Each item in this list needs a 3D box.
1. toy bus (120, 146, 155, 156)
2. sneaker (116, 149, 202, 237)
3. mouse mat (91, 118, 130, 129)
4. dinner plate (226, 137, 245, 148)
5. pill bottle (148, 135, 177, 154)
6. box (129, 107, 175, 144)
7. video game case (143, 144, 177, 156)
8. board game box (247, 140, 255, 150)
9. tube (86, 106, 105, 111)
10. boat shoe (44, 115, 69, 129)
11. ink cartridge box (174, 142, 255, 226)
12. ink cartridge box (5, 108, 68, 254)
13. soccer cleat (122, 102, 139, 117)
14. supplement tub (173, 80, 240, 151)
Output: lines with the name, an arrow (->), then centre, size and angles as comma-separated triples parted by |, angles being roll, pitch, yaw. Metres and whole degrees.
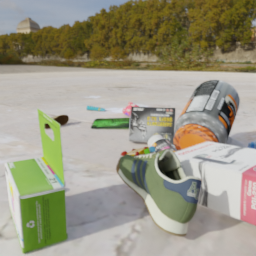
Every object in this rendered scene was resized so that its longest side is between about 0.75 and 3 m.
toy bus -> 0.276, 0.965, 8.663 | 1.110, 0.574, 1.047 | -17, 5, -10
sneaker -> 0.703, 1.049, 6.572 | 0.992, 1.329, 2.960 | 15, 14, -28
mouse mat -> -0.825, -0.249, 14.040 | 1.944, 0.073, 1.564 | -3, 19, 3
dinner plate -> 3.243, 0.554, 11.167 | 2.675, 0.324, 2.675 | 0, 14, 0
pill bottle -> 1.113, 0.769, 8.909 | 0.705, 0.705, 1.212 | -6, 32, -20
box -> 0.966, -0.111, 11.264 | 1.798, 1.424, 0.435 | 3, -7, 10
video game case -> 1.228, 0.983, 9.836 | 1.914, 0.182, 1.367 | -11, 19, -30
board game box -> 5.809, 0.665, 10.841 | 1.829, 0.237, 1.828 | 12, 19, 37
tube -> -2.005, -1.175, 17.401 | 1.160, 0.292, 0.449 | 7, 30, 9
boat shoe -> -3.672, -0.346, 13.916 | 0.557, 0.558, 1.548 | 15, 28, 39
ink cartridge box -> 2.526, 1.191, 6.869 | 1.945, 1.132, 2.670 | -12, 12, -39
ink cartridge box -> -1.990, 0.946, 5.813 | 0.910, 2.403, 1.776 | -9, 18, -29
soccer cleat -> 0.308, -0.861, 15.562 | 0.987, 0.861, 2.582 | 43, -3, -11
supplement tub -> 2.731, -0.267, 9.775 | 1.780, 1.780, 2.905 | 9, 42, 29
